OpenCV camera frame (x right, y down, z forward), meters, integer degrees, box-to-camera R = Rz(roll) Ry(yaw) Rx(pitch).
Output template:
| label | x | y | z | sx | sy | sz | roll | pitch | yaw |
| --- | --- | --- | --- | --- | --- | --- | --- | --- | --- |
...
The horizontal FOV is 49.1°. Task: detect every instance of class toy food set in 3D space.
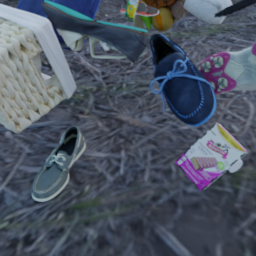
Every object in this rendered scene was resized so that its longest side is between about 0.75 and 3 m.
| label | x | y | z | sx | sy | sz | roll | pitch | yaw |
| --- | --- | --- | --- | --- | --- | --- | --- | --- | --- |
| toy food set | 1.150 | -4.353 | 9.682 | 2.863 | 1.976 | 0.575 | -2 | 35 | 35 |

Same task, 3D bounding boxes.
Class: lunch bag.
| label | x | y | z | sx | sy | sz | roll | pitch | yaw |
| --- | --- | --- | --- | --- | --- | --- | --- | --- | --- |
| lunch bag | -2.133 | -3.902 | 9.085 | 1.983 | 2.919 | 1.931 | 24 | 4 | 38 |

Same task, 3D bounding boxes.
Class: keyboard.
| label | x | y | z | sx | sy | sz | roll | pitch | yaw |
| --- | --- | --- | --- | --- | --- | --- | --- | --- | --- |
| keyboard | 3.344 | -3.251 | 6.830 | 2.220 | 0.229 | 1.410 | -24 | 11 | 2 |

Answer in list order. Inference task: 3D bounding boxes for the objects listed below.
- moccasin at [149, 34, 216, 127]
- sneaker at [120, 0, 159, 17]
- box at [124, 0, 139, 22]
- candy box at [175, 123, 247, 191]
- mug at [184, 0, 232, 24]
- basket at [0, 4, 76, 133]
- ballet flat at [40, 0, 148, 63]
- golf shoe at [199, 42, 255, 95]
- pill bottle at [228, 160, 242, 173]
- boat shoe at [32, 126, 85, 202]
| label | x | y | z | sx | sy | sz | roll | pitch | yaw |
| --- | --- | --- | --- | --- | --- | --- | --- | --- | --- |
| moccasin | 0.972 | -1.181 | 6.430 | 1.188 | 1.007 | 2.952 | -42 | 37 | 18 |
| sneaker | 0.339 | -3.241 | 7.489 | 1.083 | 0.444 | 0.417 | -4 | 27 | -19 |
| box | 0.158 | -3.260 | 6.937 | 0.269 | 1.114 | 0.653 | 16 | 12 | -3 |
| candy box | 1.551 | 0.554 | 5.293 | 0.756 | 1.109 | 0.338 | 49 | 16 | 19 |
| mug | 2.320 | -3.564 | 7.983 | 1.150 | 0.968 | 1.312 | 39 | 20 | 7 |
| basket | -2.951 | -1.439 | 6.341 | 2.894 | 1.962 | 1.785 | 25 | 59 | 30 |
| ballet flat | -0.809 | -1.966 | 5.932 | 2.483 | 0.907 | 0.907 | 20 | 43 | 9 |
| golf shoe | 2.866 | -1.273 | 5.755 | 1.292 | 1.064 | 2.824 | -8 | 8 | -35 |
| pill bottle | 2.708 | 0.755 | 7.900 | 0.569 | 0.569 | 1.014 | -16 | 43 | -18 |
| boat shoe | -1.899 | 0.869 | 7.615 | 0.880 | 0.746 | 2.416 | 12 | 42 | 14 |
